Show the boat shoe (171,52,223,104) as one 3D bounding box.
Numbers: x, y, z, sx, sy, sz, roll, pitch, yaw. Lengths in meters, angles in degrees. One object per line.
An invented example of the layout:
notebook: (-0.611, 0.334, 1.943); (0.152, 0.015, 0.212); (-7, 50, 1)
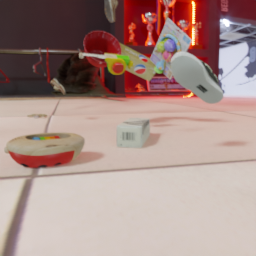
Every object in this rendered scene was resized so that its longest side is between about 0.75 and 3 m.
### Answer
boat shoe: (1.696, -1.314, 6.978); (0.708, 0.637, 2.002); (-24, -40, 32)

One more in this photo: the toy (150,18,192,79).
toy: (1.538, -3.066, 11.444); (0.555, 1.353, 2.351); (-35, -15, -25)

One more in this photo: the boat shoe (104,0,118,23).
boat shoe: (-0.441, -3.387, 7.633); (0.346, 0.965, 0.365); (-20, 25, -29)

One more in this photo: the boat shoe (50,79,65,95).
boat shoe: (-3.472, -1.979, 13.816); (0.374, 0.395, 1.043); (-37, 67, -19)

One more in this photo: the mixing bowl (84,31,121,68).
mixing bowl: (-1.135, -3.073, 11.506); (1.569, 1.569, 0.850); (-4, -22, -23)

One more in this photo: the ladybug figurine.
ladybug figurine: (-1.995, 0.535, 6.849); (1.907, 0.686, 1.294); (-3, 11, -27)

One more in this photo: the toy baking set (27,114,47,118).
toy baking set: (-5.199, -0.663, 16.130); (1.321, 0.154, 1.014); (5, 13, 28)

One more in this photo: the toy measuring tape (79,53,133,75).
toy measuring tape: (-0.794, -2.327, 10.250); (2.021, 0.743, 0.743); (1, 9, -16)

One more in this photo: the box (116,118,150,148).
box: (0.220, 0.119, 9.454); (0.838, 0.697, 2.040); (2, 9, 10)

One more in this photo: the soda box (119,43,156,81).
soda box: (0.209, -3.034, 12.808); (2.242, 0.759, 0.718); (22, 41, -20)
